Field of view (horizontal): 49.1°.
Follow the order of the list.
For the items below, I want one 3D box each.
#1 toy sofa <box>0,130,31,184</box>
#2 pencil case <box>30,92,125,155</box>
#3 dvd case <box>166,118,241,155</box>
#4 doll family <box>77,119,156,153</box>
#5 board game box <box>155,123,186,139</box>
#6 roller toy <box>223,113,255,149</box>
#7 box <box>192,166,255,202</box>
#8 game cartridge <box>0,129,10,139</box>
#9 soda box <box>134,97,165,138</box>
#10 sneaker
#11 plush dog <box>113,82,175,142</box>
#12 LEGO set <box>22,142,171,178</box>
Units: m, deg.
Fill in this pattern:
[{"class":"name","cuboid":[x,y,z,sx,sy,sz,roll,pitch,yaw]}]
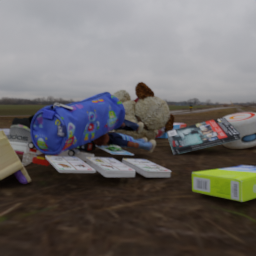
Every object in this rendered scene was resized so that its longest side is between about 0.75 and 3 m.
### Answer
[{"class":"toy sofa","cuboid":[-2.415,0.632,5.131,0.750,0.884,1.812,-29,16,-21]},{"class":"pencil case","cuboid":[-0.915,-0.177,5.638,0.855,0.952,2.192,22,24,24]},{"class":"dvd case","cuboid":[2.096,0.207,8.090,1.842,0.203,1.344,-13,21,4]},{"class":"doll family","cuboid":[-0.629,0.111,7.668,1.713,1.163,2.964,17,-14,-39]},{"class":"board game box","cuboid":[1.091,0.066,13.105,2.614,0.527,2.000,3,5,37]},{"class":"roller toy","cuboid":[3.580,0.116,8.959,1.389,0.970,1.267,-3,15,41]},{"class":"box","cuboid":[1.682,0.785,4.179,1.328,0.316,0.809,0,-1,-38]},{"class":"game cartridge","cuboid":[-4.724,0.330,10.416,1.656,0.490,2.555,2,2,-44]},{"class":"soda box","cuboid":[0.852,-0.448,11.438,0.561,1.768,0.619,-43,-11,16]},{"class":"sneaker","cuboid":[-2.286,0.182,7.311,0.835,0.990,2.264,5,-2,17]},{"class":"plush dog","cuboid":[0.458,-0.355,9.366,1.954,2.275,1.825,-33,16,33]},{"class":"LEGO set","cuboid":[-0.865,0.732,5.853,2.174,0.714,2.910,6,6,-32]}]
